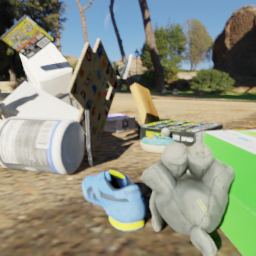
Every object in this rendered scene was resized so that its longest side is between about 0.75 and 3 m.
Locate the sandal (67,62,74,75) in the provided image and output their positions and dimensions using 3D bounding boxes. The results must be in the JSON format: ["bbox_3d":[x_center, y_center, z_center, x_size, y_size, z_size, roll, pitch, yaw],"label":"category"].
[{"bbox_3d":[-2.150,-1.950,10.365,0.422,1.548,0.632,-33,39,6],"label":"sandal"}]

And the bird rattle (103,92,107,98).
[{"bbox_3d":[-1.181,-0.896,9.122,0.740,1.070,1.313,2,-25,14],"label":"bird rattle"}]

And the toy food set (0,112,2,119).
[{"bbox_3d":[-3.818,-0.249,6.810,0.401,2.547,1.619,32,52,16],"label":"toy food set"}]

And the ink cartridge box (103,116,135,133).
[{"bbox_3d":[-0.603,-0.181,13.203,1.071,0.617,1.850,6,10,37],"label":"ink cartridge box"}]

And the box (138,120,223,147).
[{"bbox_3d":[2.106,0.141,11.131,2.483,0.611,2.571,4,10,38],"label":"box"}]

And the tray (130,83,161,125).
[{"bbox_3d":[0.865,-1.009,13.302,0.414,2.234,1.102,-34,-32,30],"label":"tray"}]

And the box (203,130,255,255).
[{"bbox_3d":[2.604,0.833,3.389,2.546,1.395,2.885,-1,8,-6],"label":"box"}]

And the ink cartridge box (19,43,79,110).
[{"bbox_3d":[-2.666,-1.305,9.808,1.147,2.721,1.969,-25,54,-22],"label":"ink cartridge box"}]

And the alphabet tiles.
[{"bbox_3d":[-0.945,-1.006,8.079,0.108,2.388,2.856,12,-17,16],"label":"alphabet tiles"}]

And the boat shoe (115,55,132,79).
[{"bbox_3d":[-0.156,-1.911,8.687,0.399,0.879,0.311,16,43,-5],"label":"boat shoe"}]

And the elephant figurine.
[{"bbox_3d":[0.802,0.976,4.015,1.188,1.303,1.680,34,-21,16],"label":"elephant figurine"}]

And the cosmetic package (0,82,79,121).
[{"bbox_3d":[-2.436,-0.267,8.196,2.190,0.929,1.178,30,55,6],"label":"cosmetic package"}]

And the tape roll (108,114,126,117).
[{"bbox_3d":[-0.701,-0.611,17.028,1.188,0.390,1.188,-1,9,0],"label":"tape roll"}]

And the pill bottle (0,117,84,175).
[{"bbox_3d":[-2.358,0.393,6.815,2.305,1.311,1.311,3,9,18],"label":"pill bottle"}]

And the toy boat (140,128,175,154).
[{"bbox_3d":[1.038,0.406,9.075,1.153,0.638,1.372,3,9,25],"label":"toy boat"}]

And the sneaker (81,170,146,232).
[{"bbox_3d":[-0.295,0.982,4.731,0.644,0.766,1.953,-6,9,-26],"label":"sneaker"}]

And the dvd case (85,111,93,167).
[{"bbox_3d":[-1.010,0.275,7.222,0.095,0.887,1.193,-5,50,-5],"label":"dvd case"}]

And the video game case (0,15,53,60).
[{"bbox_3d":[-2.616,-2.310,7.269,0.990,0.126,0.895,-27,-40,25],"label":"video game case"}]

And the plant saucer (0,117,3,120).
[{"bbox_3d":[-3.596,0.121,9.198,2.594,0.474,2.594,15,11,-3],"label":"plant saucer"}]
